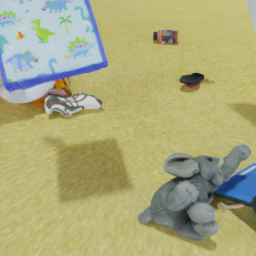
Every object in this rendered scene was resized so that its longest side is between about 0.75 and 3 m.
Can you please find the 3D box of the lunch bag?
[{"bbox_3d":[-1.249,-1.422,4.505,1.542,1.156,1.814,-16,54,-6],"label":"lunch bag"}]

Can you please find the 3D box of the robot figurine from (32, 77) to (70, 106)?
[{"bbox_3d":[-2.600,-1.464,8.990,1.566,0.629,2.160,-12,38,-18],"label":"robot figurine"}]

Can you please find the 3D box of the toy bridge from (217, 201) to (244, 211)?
[{"bbox_3d":[2.138,1.407,5.480,0.872,0.119,0.293,-23,42,-28],"label":"toy bridge"}]

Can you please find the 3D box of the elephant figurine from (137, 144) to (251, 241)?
[{"bbox_3d":[1.244,1.011,5.159,1.405,1.281,1.811,25,47,9],"label":"elephant figurine"}]

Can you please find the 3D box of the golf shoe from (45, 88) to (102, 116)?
[{"bbox_3d":[-1.557,-0.637,8.026,1.613,0.623,0.711,6,68,-8],"label":"golf shoe"}]

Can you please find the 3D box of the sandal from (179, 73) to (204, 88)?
[{"bbox_3d":[2.192,-1.592,9.499,0.565,0.339,1.504,27,29,25],"label":"sandal"}]

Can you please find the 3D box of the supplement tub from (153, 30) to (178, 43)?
[{"bbox_3d":[1.689,-4.162,12.743,1.099,0.588,0.588,4,36,5],"label":"supplement tub"}]

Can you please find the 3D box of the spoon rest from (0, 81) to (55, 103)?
[{"bbox_3d":[-3.538,-1.358,8.564,2.902,0.880,1.442,15,48,22],"label":"spoon rest"}]

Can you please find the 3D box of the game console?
[{"bbox_3d":[2.943,1.433,5.392,1.943,1.150,1.658,-20,9,-26],"label":"game console"}]

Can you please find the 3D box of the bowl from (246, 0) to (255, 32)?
[{"bbox_3d":[3.421,-2.930,5.632,0.835,2.235,2.238,-28,25,-10],"label":"bowl"}]
